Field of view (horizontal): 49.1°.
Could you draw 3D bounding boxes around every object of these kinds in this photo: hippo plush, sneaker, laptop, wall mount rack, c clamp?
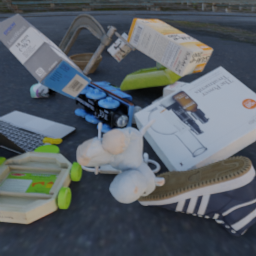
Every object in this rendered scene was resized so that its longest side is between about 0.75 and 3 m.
[{"bbox_3d":[-0.128,0.737,5.273,1.308,1.321,1.643,-24,-4,31],"label":"hippo plush"},{"bbox_3d":[-3.249,-1.680,11.713,1.114,0.619,1.592,6,38,7],"label":"sneaker"},{"bbox_3d":[-3.524,-0.349,7.920,2.768,1.713,2.956,15,31,26],"label":"laptop"},{"bbox_3d":[1.417,1.486,5.554,2.416,1.311,0.847,-21,21,30],"label":"sneaker"},{"bbox_3d":[-0.187,0.554,7.199,2.020,0.753,1.755,3,24,-4],"label":"wall mount rack"},{"bbox_3d":[-1.276,-2.299,8.669,2.133,2.497,0.338,51,30,8],"label":"c clamp"}]

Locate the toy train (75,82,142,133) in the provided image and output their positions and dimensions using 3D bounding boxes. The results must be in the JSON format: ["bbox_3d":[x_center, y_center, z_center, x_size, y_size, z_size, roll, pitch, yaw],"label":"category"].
[{"bbox_3d":[-0.678,-0.744,9.291,1.579,1.198,2.763,-14,30,-36],"label":"toy train"}]

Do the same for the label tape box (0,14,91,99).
[{"bbox_3d":[-1.670,-1.433,5.193,1.815,0.574,1.308,45,5,13],"label":"label tape box"}]

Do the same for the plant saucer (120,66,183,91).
[{"bbox_3d":[1.014,-2.179,11.786,2.305,0.552,2.302,-4,18,25],"label":"plant saucer"}]

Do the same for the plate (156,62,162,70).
[{"bbox_3d":[1.370,-3.135,11.176,0.215,1.684,1.684,8,29,11],"label":"plate"}]

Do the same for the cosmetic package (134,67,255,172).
[{"bbox_3d":[1.875,-0.159,7.056,2.796,0.722,2.108,-30,55,-8],"label":"cosmetic package"}]

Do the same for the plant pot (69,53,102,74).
[{"bbox_3d":[-2.193,-3.280,14.460,1.692,0.781,1.692,0,27,0],"label":"plant pot"}]

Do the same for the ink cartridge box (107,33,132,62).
[{"bbox_3d":[-0.237,-2.877,10.104,0.359,0.867,0.636,50,9,20],"label":"ink cartridge box"}]

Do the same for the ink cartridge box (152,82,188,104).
[{"bbox_3d":[2.119,-1.184,10.471,2.184,0.735,1.279,14,27,25],"label":"ink cartridge box"}]

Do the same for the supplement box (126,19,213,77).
[{"bbox_3d":[1.235,-2.488,8.461,2.193,0.806,1.382,38,36,23],"label":"supplement box"}]

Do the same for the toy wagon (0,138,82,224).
[{"bbox_3d":[-2.147,1.076,6.493,2.057,0.525,2.651,3,27,6],"label":"toy wagon"}]
